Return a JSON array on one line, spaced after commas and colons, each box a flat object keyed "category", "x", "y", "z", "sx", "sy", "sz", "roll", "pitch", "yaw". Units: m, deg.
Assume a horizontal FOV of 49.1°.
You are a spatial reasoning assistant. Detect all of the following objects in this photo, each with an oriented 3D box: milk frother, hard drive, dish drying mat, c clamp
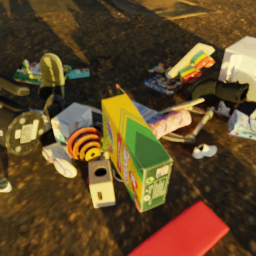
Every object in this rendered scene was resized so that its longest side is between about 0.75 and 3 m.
[{"category": "milk frother", "x": -3.999, "y": -0.508, "z": 10.435, "sx": 2.532, "sy": 2.429, "sz": 2.692, "roll": 24, "pitch": 1, "yaw": 27}, {"category": "hard drive", "x": 4.917, "y": -0.738, "z": 11.623, "sx": 0.884, "sy": 0.277, "sz": 1.311, "roll": 18, "pitch": 39, "yaw": 32}, {"category": "dish drying mat", "x": 1.221, "y": 2.908, "z": 6.955, "sx": 2.827, "sy": 0.257, "sz": 1.086, "roll": -25, "pitch": 53, "yaw": -31}, {"category": "c clamp", "x": 2.490, "y": -0.206, "z": 10.846, "sx": 2.338, "sy": 0.371, "sz": 2.737, "roll": 26, "pitch": 48, "yaw": 32}]

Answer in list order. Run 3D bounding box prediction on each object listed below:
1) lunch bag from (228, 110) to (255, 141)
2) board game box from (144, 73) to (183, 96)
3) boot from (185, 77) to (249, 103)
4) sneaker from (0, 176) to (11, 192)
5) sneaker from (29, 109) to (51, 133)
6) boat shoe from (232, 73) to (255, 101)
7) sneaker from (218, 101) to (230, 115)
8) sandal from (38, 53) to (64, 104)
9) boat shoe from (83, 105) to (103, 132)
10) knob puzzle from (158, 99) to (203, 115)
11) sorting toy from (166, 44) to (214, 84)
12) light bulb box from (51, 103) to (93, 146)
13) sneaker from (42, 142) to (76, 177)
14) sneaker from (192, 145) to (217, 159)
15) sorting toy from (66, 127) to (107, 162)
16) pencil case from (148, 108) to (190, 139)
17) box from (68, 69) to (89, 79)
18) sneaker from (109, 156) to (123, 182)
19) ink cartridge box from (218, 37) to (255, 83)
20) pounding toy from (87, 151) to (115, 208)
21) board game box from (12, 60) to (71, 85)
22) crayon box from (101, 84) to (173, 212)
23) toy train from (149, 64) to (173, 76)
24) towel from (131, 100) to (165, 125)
[{"category": "lunch bag", "x": 4.534, "y": 0.014, "z": 10.549, "sx": 1.347, "sy": 0.633, "sz": 1.014, "roll": 22, "pitch": 35, "yaw": 3}, {"category": "board game box", "x": 1.696, "y": -2.091, "z": 13.432, "sx": 1.588, "sy": 0.275, "sz": 1.076, "roll": 27, "pitch": 46, "yaw": 31}, {"category": "boot", "x": 3.891, "y": -1.491, "z": 12.036, "sx": 2.009, "sy": 0.907, "sz": 2.452, "roll": 22, "pitch": 37, "yaw": 35}, {"category": "sneaker", "x": -4.143, "y": 1.595, "z": 8.332, "sx": 1.424, "sy": 0.549, "sz": 0.539, "roll": 21, "pitch": 65, "yaw": 12}, {"category": "sneaker", "x": -3.713, "y": -0.402, "z": 10.994, "sx": 1.908, "sy": 0.718, "sz": 0.841, "roll": 33, "pitch": 44, "yaw": 22}, {"category": "boat shoe", "x": 5.989, "y": -1.646, "z": 12.374, "sx": 0.945, "sy": 0.997, "sz": 2.852, "roll": -12, "pitch": 35, "yaw": -39}, {"category": "sneaker", "x": 4.040, "y": -0.809, "z": 11.778, "sx": 0.459, "sy": 0.300, "sz": 0.799, "roll": 14, "pitch": 45, "yaw": 16}, {"category": "sandal", "x": -2.951, "y": -1.899, "z": 11.145, "sx": 1.041, "sy": 2.622, "sz": 0.748, "roll": 18, "pitch": 48, "yaw": -5}, {"category": "boat shoe", "x": -0.728, "y": -0.039, "z": 10.603, "sx": 2.649, "sy": 0.962, "sz": 0.831, "roll": 23, "pitch": 84, "yaw": 20}, {"category": "knob puzzle", "x": 2.206, "y": -0.817, "z": 10.998, "sx": 1.850, "sy": 0.257, "sz": 1.850, "roll": -18, "pitch": 4, "yaw": 1}, {"category": "sorting toy", "x": 3.001, "y": -2.789, "z": 12.784, "sx": 0.688, "sy": 1.978, "sz": 1.966, "roll": 55, "pitch": 32, "yaw": 13}, {"category": "light bulb box", "x": -1.942, "y": -0.017, "z": 9.977, "sx": 0.772, "sy": 1.226, "sz": 1.237, "roll": 19, "pitch": 43, "yaw": 24}, {"category": "sneaker", "x": -2.123, "y": 0.960, "z": 9.210, "sx": 0.836, "sy": 0.628, "sz": 1.678, "roll": -29, "pitch": 46, "yaw": -32}, {"category": "sneaker", "x": 2.669, "y": 0.750, "z": 9.619, "sx": 0.916, "sy": 0.455, "sz": 0.357, "roll": -15, "pitch": 40, "yaw": -18}, {"category": "sorting toy", "x": -0.761, "y": 0.697, "z": 8.921, "sx": 2.415, "sy": 1.451, "sz": 0.991, "roll": -4, "pitch": 34, "yaw": -36}, {"category": "pencil case", "x": 1.486, "y": -0.138, "z": 10.259, "sx": 1.682, "sy": 0.728, "sz": 0.696, "roll": -24, "pitch": 33, "yaw": -26}, {"category": "box", "x": -2.546, "y": -2.779, "z": 14.337, "sx": 1.062, "sy": 0.261, "sz": 0.437, "roll": -11, "pitch": 39, "yaw": -14}, {"category": "sneaker", "x": -0.364, "y": 1.220, "z": 8.924, "sx": 0.368, "sy": 0.563, "sz": 1.007, "roll": -19, "pitch": 41, "yaw": -21}, {"category": "ink cartridge box", "x": 5.740, "y": -3.105, "z": 13.610, "sx": 1.630, "sy": 1.674, "sz": 2.604, "roll": 29, "pitch": 48, "yaw": 32}, {"category": "pounding toy", "x": -0.862, "y": 1.276, "z": 8.184, "sx": 0.698, "sy": 1.340, "sz": 1.525, "roll": -8, "pitch": 36, "yaw": -4}, {"category": "board game box", "x": -4.282, "y": -2.687, "z": 13.901, "sx": 2.585, "sy": 0.303, "sz": 1.354, "roll": 10, "pitch": 59, "yaw": 12}, {"category": "crayon box", "x": 0.010, "y": 0.427, "z": 6.887, "sx": 0.696, "sy": 1.741, "sz": 2.742, "roll": -18, "pitch": 48, "yaw": -17}, {"category": "toy train", "x": 1.859, "y": -2.933, "z": 14.209, "sx": 1.499, "sy": 0.417, "sz": 1.126, "roll": 22, "pitch": 27, "yaw": 28}, {"category": "towel", "x": 0.379, "y": -0.527, "z": 11.169, "sx": 1.890, "sy": 0.225, "sz": 1.388, "roll": 29, "pitch": 42, "yaw": 34}]
